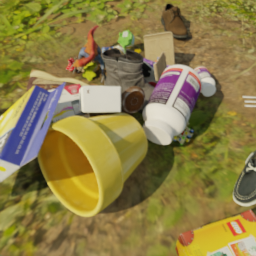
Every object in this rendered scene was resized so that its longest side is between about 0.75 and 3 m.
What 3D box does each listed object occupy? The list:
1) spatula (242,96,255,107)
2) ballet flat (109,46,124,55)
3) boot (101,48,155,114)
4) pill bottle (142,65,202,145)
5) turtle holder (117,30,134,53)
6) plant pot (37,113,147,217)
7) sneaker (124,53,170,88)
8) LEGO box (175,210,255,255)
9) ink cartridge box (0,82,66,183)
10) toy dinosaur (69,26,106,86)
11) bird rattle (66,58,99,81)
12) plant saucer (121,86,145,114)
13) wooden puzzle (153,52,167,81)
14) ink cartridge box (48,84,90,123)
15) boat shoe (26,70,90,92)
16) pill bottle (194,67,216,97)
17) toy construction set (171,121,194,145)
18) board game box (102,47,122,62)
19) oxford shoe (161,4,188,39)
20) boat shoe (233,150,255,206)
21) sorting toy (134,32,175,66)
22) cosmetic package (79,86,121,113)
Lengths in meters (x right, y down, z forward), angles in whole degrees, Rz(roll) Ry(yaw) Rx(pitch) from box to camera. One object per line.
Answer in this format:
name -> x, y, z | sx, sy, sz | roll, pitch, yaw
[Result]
spatula -> 4.751, -0.962, 10.405 | 0.931, 0.075, 0.647 | 2, 52, 3
ballet flat -> -0.484, -2.879, 10.674 | 0.578, 0.630, 1.835 | -53, 26, -2
boot -> 0.432, -1.550, 9.590 | 2.985, 1.965, 1.042 | 15, 47, 15
pill bottle -> 1.310, -0.707, 8.649 | 1.355, 1.355, 2.410 | 20, 61, 17
turtle holder -> -0.018, -3.758, 12.233 | 0.683, 0.638, 0.899 | -25, 66, 24
plant pot -> -0.764, 0.697, 7.455 | 2.445, 2.445, 2.301 | 34, 39, 27
sneaker -> 1.007, -2.072, 10.954 | 2.976, 1.200, 1.241 | 26, 36, 13
LEGO box -> 2.363, 3.243, 5.837 | 1.853, 0.960, 2.488 | -13, 48, -12
ink cartridge box -> -2.896, 0.142, 7.134 | 0.634, 2.699, 2.667 | 37, 36, -27
toy dinosaur -> -1.634, -2.932, 10.847 | 1.413, 2.692, 2.443 | -5, 4, -8
bird rattle -> -1.823, -2.473, 11.544 | 1.339, 0.754, 1.092 | 20, 30, 25
plant saucer -> 0.153, -0.780, 8.094 | 0.855, 0.855, 0.137 | -23, 37, -20
wooden puzzle -> 1.096, -2.173, 9.873 | 0.186, 0.745, 0.804 | 16, 53, 28
ink cartridge box -> -1.911, -0.510, 9.153 | 1.183, 0.686, 1.603 | -15, 72, -13
boat shoe -> -2.396, -1.292, 10.247 | 2.765, 0.998, 0.995 | 17, 77, 4
pill bottle -> 2.881, -1.739, 10.610 | 0.676, 0.676, 1.213 | -4, 43, -4
toy construction set -> 1.781, 0.168, 9.125 | 0.611, 0.430, 0.933 | 23, 62, 18
board game box -> -0.681, -3.285, 12.469 | 0.926, 0.201, 0.921 | -6, 48, -5
oxford shoe -> 2.230, -5.283, 13.741 | 0.955, 1.109, 2.627 | -11, 49, -12
boat shoe -> 3.621, 1.054, 7.681 | 0.907, 0.723, 2.398 | 19, 58, 44
sorting toy -> 1.021, -3.092, 11.423 | 1.851, 1.379, 0.248 | 3, 20, 33
cosmetic package -> -0.862, -0.798, 7.978 | 0.989, 0.695, 1.949 | -1, 5, -12
